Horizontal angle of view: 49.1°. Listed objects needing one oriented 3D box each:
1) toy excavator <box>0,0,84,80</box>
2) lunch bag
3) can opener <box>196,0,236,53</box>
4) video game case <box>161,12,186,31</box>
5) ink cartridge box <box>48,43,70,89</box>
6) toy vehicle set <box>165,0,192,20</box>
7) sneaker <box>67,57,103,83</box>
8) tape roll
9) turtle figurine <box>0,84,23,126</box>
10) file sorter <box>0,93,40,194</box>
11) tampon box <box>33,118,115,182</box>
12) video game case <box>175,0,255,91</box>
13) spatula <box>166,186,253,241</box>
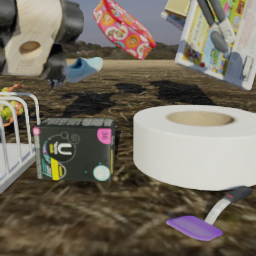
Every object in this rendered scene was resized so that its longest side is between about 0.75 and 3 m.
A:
[{"bbox_3d":[-2.366,-2.167,5.506,1.487,2.977,2.894,-5,-30,-37],"label":"toy excavator"},{"bbox_3d":[-0.162,-3.554,9.913,2.218,0.909,1.954,26,31,-37],"label":"lunch bag"},{"bbox_3d":[1.726,-2.157,5.576,0.408,1.530,0.511,-12,49,35],"label":"can opener"},{"bbox_3d":[2.445,-4.272,10.804,1.792,0.205,1.630,-20,46,-16],"label":"video game case"},{"bbox_3d":[-2.061,-1.964,6.809,0.427,1.949,1.967,-26,6,-16],"label":"ink cartridge box"},{"bbox_3d":[2.281,-4.033,9.110,1.881,1.169,0.249,29,0,19],"label":"toy vehicle set"},{"bbox_3d":[-1.458,-2.162,9.664,0.583,0.646,1.577,29,52,24],"label":"sneaker"},{"bbox_3d":[1.531,0.238,6.029,2.858,0.999,2.858,-1,15,0],"label":"tape roll"},{"bbox_3d":[-4.208,-0.441,8.486,2.397,0.957,2.972,-12,32,-7],"label":"turtle figurine"},{"bbox_3d":[-2.849,0.171,5.505,1.581,1.419,2.279,1,16,4],"label":"file sorter"},{"bbox_3d":[-0.971,0.382,5.403,1.379,1.033,0.871,1,15,3],"label":"tampon box"},{"bbox_3d":[2.975,-2.929,8.474,2.677,2.942,0.337,16,0,-19],"label":"video game case"},{"bbox_3d":[1.370,1.176,4.114,2.016,0.207,0.570,-14,22,-42],"label":"spatula"}]
